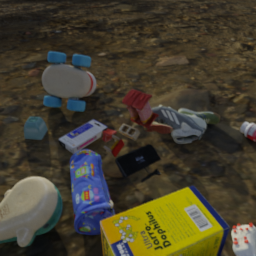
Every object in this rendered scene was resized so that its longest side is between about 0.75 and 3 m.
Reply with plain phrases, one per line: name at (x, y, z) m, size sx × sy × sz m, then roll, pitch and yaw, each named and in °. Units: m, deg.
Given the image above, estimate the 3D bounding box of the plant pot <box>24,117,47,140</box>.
plant pot at (-3.920, -0.041, 11.737) m, size 0.753 × 0.767 × 0.751 m, roll 4°, pitch 36°, yaw 6°

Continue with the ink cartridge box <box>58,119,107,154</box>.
ink cartridge box at (-1.828, 0.314, 11.608) m, size 0.910 × 0.356 × 1.922 m, roll 27°, pitch 46°, yaw 33°

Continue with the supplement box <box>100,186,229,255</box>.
supplement box at (0.851, 2.865, 7.038) m, size 2.762 × 1.503 × 1.513 m, roll -15°, pitch 38°, yaw -20°

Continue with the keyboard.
keyboard at (0.325, 0.888, 6.614) m, size 1.297 × 0.134 × 0.824 m, roll -19°, pitch 70°, yaw -43°

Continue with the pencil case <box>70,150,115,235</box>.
pencil case at (-1.160, 1.890, 8.696) m, size 1.238 × 1.112 × 2.849 m, roll -31°, pitch 37°, yaw 7°

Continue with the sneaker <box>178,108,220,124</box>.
sneaker at (3.058, -0.300, 12.311) m, size 1.862 × 0.624 × 0.836 m, roll 11°, pitch 47°, yaw 12°

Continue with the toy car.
toy car at (-2.645, -2.259, 14.062) m, size 2.436 × 2.539 × 2.754 m, roll 10°, pitch 8°, yaw 13°

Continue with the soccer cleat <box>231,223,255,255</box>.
soccer cleat at (2.803, 2.797, 6.726) m, size 0.586 × 0.656 × 1.692 m, roll -16°, pitch -6°, yaw 25°

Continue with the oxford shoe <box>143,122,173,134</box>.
oxford shoe at (1.234, -0.059, 11.290) m, size 1.174 × 0.416 × 0.433 m, roll 9°, pitch 34°, yaw 15°

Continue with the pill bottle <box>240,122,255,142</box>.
pill bottle at (5.235, 0.216, 11.483) m, size 0.643 × 0.643 × 1.146 m, roll -26°, pitch 43°, yaw -31°

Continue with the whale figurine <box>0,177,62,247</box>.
whale figurine at (-3.015, 2.598, 7.919) m, size 2.558 × 1.327 × 2.035 m, roll -39°, pitch 45°, yaw -9°

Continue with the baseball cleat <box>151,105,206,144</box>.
baseball cleat at (1.852, -0.145, 11.763) m, size 2.665 × 0.929 × 1.418 m, roll 13°, pitch 52°, yaw 32°

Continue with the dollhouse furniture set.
dollhouse furniture set at (0.028, -0.093, 10.203) m, size 0.949 × 1.256 × 2.334 m, roll 24°, pitch 69°, yaw 32°
